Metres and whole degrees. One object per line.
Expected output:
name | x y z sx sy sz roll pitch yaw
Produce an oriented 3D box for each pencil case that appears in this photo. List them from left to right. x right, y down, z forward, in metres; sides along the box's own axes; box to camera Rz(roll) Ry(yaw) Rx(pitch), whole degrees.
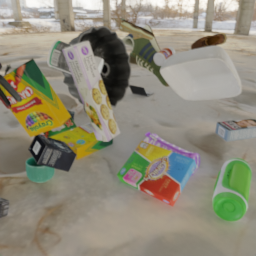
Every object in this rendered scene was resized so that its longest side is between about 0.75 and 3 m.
pencil case | 1.394 0.854 9.474 0.895 0.912 2.133 -26 36 -36

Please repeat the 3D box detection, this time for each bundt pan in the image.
bundt pan | -1.219 -2.088 10.095 1.098 2.926 2.926 6 24 39

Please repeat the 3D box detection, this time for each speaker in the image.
speaker | 2.932 1.646 7.823 0.911 0.911 2.060 11 27 23

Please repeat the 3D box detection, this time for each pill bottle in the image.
pill bottle | -1.506 -1.908 8.105 1.442 0.816 0.816 21 26 -1
pill bottle | 1.237 -2.433 9.425 0.454 0.454 0.809 17 41 31

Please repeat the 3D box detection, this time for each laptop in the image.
laptop | 0.765 -2.264 16.408 1.082 0.669 1.155 17 30 31

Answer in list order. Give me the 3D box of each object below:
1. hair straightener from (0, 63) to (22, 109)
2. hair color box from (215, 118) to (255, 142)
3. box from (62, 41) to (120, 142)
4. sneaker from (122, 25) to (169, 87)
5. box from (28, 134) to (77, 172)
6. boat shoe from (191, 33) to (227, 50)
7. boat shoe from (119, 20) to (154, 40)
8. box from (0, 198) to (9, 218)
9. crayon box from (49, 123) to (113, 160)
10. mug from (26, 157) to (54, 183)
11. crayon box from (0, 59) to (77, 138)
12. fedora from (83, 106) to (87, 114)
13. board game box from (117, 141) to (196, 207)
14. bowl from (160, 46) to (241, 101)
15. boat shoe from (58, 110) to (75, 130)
hair straightener | -2.150 -0.964 4.622 0.493 1.280 0.262 -28 16 5
hair color box | 4.639 0.066 11.591 1.759 0.533 0.871 -6 26 -15
box | -0.915 -0.875 7.309 0.506 2.614 0.542 5 31 44
sneaker | 0.697 -2.743 11.248 1.340 1.001 2.985 -20 67 -3
box | -1.973 0.638 7.282 0.909 0.534 0.894 24 5 -39
boat shoe | 2.346 -2.560 8.368 1.107 0.398 0.374 -7 8 41
boat shoe | 0.275 -3.097 9.179 1.180 0.449 0.423 27 26 5
box | -4.197 1.987 7.062 1.775 0.442 1.400 10 5 21
crayon box | -1.760 0.481 10.595 2.078 0.528 1.319 -22 38 -39
mug | -2.704 1.294 8.816 0.849 0.639 1.034 8 18 17
crayon box | -2.072 -0.497 6.273 1.123 1.770 0.449 -18 24 32
fedora | -1.589 -1.051 13.786 1.214 1.214 0.555 -4 -11 -7
board game box | 0.840 1.291 8.423 1.920 0.387 1.469 18 58 34
bowl | 2.282 -1.706 8.671 2.120 2.117 0.791 -4 63 37
boat shoe | -1.837 -0.274 7.156 1.076 0.489 0.381 11 1 18
